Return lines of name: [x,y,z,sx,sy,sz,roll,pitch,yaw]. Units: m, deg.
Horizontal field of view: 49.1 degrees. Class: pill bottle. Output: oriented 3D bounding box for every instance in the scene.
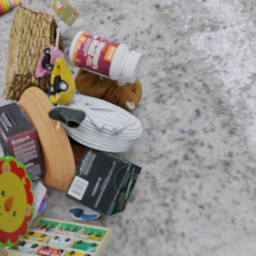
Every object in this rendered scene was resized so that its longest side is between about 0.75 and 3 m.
pill bottle: [-0.587,-1.890,7.627,1.798,0.985,0.985,20,67,7]
pill bottle: [-1.912,-0.879,8.401,0.569,0.569,1.018,51,32,19]

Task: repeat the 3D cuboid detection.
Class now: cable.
cable: [-0.720,-0.165,7.584,2.271,2.272,0.786,32,108,33]

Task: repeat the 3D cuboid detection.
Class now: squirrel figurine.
squirrel figurine: [-0.747,-1.114,9.343,2.188,1.659,2.344,28,100,-9]

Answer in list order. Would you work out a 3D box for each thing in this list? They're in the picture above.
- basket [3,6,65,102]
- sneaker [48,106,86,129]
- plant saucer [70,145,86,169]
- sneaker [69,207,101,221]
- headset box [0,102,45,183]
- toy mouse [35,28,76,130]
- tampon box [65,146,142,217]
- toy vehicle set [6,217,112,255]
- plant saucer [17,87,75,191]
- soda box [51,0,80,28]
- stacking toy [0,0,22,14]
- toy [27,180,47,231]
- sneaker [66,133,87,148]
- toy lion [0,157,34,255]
basket: [-2.691,-2.283,9.072,2.110,2.021,2.832,10,60,-30]
sneaker: [-1.369,-0.223,5.972,0.872,0.326,0.463,1,35,12]
plant saucer: [-1.899,0.464,8.761,1.953,0.365,1.953,17,47,-19]
sneaker: [-1.203,2.313,7.716,0.901,0.390,0.338,18,102,-23]
headset box: [-2.862,0.356,7.251,0.722,1.869,1.391,-23,46,-29]
toy mouse: [-2.060,-1.115,7.406,0.531,2.439,2.744,9,77,-37]
tampon box: [-0.555,1.432,7.601,1.206,1.910,1.432,22,83,15]
toy vehicle set: [-1.606,2.766,6.691,2.109,1.310,0.280,2,108,19]
plant saucer: [-2.385,0.393,7.735,0.562,3.000,3.000,-22,66,-30]
soda box: [-2.161,-4.012,9.555,0.553,0.522,1.632,-49,38,14]
stacking toy: [-4.999,-5.110,11.567,1.189,0.690,0.652,-24,68,-22]
toy: [-2.548,2.044,7.708,0.469,1.988,1.145,27,80,-29]
sneaker: [-1.592,0.280,8.121,2.410,0.921,1.381,26,27,-14]
toy lion: [-2.752,1.446,5.501,0.898,2.616,2.508,-8,34,11]
